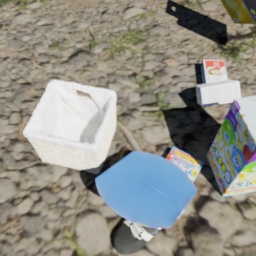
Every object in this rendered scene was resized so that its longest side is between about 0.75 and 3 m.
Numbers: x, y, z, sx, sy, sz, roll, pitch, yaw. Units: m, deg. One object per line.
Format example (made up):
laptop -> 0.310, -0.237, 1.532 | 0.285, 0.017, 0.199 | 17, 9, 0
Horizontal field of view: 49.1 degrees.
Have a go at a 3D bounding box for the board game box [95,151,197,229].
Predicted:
board game box -> 0.487, 1.704, 7.511 | 2.189, 0.539, 2.770 | 30, 34, 22

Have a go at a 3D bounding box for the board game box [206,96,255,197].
board game box -> 3.407, 0.585, 7.709 | 1.505, 2.870, 1.478 | -8, 56, -6

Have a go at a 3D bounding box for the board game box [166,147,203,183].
board game box -> 1.629, 1.297, 8.782 | 1.093, 0.305, 1.070 | 27, 60, 17

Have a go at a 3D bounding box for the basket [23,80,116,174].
basket -> -1.628, -0.029, 8.796 | 2.200, 1.786, 2.220 | 11, 57, 8

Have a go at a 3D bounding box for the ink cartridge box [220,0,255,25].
ink cartridge box -> 4.231, -5.160, 10.573 | 0.652, 2.775, 2.742 | -43, 22, 8

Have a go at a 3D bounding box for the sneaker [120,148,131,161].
sneaker -> -0.042, 1.104, 8.801 | 0.432, 0.463, 1.226 | 5, 56, -4

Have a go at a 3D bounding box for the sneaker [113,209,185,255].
sneaker -> 0.582, 2.440, 7.566 | 2.384, 1.055, 0.883 | -33, 63, -19

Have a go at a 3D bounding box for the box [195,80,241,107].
box -> 3.136, -1.229, 9.877 | 1.299, 0.691, 0.989 | -10, 13, 5

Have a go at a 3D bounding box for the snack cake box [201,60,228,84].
snack cake box -> 3.358, -1.975, 10.927 | 0.852, 0.498, 1.482 | 2, 55, 4
